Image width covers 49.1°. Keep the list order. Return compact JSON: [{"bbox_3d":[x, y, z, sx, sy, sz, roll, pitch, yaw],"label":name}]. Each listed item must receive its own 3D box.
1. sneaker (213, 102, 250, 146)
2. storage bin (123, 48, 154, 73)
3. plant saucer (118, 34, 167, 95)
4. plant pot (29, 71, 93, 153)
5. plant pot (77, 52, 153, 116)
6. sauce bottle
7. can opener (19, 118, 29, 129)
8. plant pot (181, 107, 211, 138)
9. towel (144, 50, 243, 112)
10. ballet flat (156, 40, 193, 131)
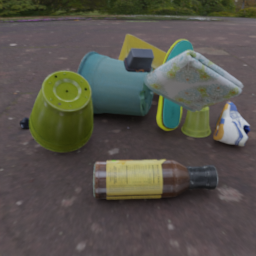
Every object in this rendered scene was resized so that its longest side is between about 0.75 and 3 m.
[{"bbox_3d":[3.438,-0.077,9.180,0.993,0.848,2.254,22,37,11],"label":"sneaker"},{"bbox_3d":[0.318,-1.787,7.418,0.759,0.510,0.552,-3,62,-17],"label":"storage bin"},{"bbox_3d":[0.725,-2.293,11.265,2.520,2.519,0.610,26,71,-3],"label":"plant saucer"},{"bbox_3d":[-1.718,-0.526,7.579,1.866,1.797,1.866,8,62,-14],"label":"plant pot"},{"bbox_3d":[-0.337,-1.451,10.041,2.266,2.314,2.314,10,29,17],"label":"plant pot"},{"bbox_3d":[0.611,1.187,6.469,2.783,0.901,0.901,0,27,-4],"label":"sauce bottle"},{"bbox_3d":[-3.294,-0.223,9.884,1.044,0.411,0.331,-15,-8,-33],"label":"can opener"},{"bbox_3d":[2.294,-0.295,9.298,0.973,0.894,0.973,0,27,0],"label":"plant pot"},{"bbox_3d":[1.726,-1.183,7.522,2.079,0.501,1.780,23,-26,-26],"label":"towel"},{"bbox_3d":[1.418,-1.378,9.250,0.987,2.953,0.990,9,3,-12],"label":"ballet flat"}]
